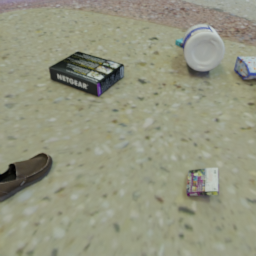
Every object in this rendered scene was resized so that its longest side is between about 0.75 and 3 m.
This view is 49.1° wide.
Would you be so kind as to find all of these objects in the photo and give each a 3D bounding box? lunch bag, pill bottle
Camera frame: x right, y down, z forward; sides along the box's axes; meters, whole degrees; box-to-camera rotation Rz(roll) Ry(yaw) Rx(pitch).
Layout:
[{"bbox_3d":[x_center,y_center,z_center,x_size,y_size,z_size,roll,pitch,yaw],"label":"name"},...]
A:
[{"bbox_3d":[5.141,-2.409,11.529,1.059,0.772,1.246,-4,32,-7],"label":"lunch bag"},{"bbox_3d":[3.148,-3.582,12.101,1.579,1.579,2.638,5,30,6],"label":"pill bottle"}]

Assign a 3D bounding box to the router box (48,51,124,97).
[{"bbox_3d":[-1.685,-2.284,11.456,2.480,0.633,1.849,22,44,24],"label":"router box"}]

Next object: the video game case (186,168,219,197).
[{"bbox_3d":[1.897,1.368,7.108,0.772,0.152,0.851,-9,30,22],"label":"video game case"}]

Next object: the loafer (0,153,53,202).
[{"bbox_3d":[-2.753,1.167,7.269,0.664,0.645,1.817,27,47,29],"label":"loafer"}]

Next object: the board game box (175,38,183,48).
[{"bbox_3d":[3.047,-4.217,14.101,0.827,0.257,1.096,-23,45,-25],"label":"board game box"}]
